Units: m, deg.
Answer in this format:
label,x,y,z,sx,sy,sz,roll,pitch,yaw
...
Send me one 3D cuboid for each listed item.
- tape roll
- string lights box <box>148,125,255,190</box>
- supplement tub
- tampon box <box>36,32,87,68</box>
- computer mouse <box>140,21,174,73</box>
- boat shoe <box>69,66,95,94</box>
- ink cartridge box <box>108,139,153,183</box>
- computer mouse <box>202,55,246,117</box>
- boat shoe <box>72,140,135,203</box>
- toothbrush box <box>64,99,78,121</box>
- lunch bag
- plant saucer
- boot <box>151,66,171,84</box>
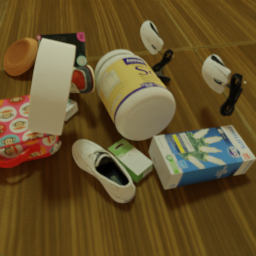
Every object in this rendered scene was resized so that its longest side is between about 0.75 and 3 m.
label,x,y,z,sx,sy,sz,roll,pitch,yaw
tape roll,-1.901,-0.974,6.977,0.806,2.306,2.306,9,44,-16
string lights box,1.910,0.732,7.421,2.427,0.716,1.247,-8,49,-17
supplement tub,0.099,-1.074,8.571,1.843,1.843,2.535,-17,49,-15
tampon box,-2.372,-2.726,10.332,1.662,1.245,1.049,-7,5,-7
computer mouse,0.758,-2.577,8.646,0.345,0.861,1.571,-19,77,-44
boat shoe,-1.834,-1.584,9.204,0.789,0.898,2.522,-9,16,-30
ink cartridge box,0.047,0.878,7.711,0.619,0.354,1.192,-34,57,-31
computer mouse,2.570,-1.397,8.091,0.474,1.185,2.162,-1,39,-12
boat shoe,-0.674,0.921,7.411,2.374,0.776,0.873,35,56,29
toothbrush box,-2.194,-0.685,9.232,0.860,0.367,0.629,23,51,21
lunch bag,-3.277,0.180,7.934,2.532,1.037,2.230,-12,48,-12
plant saucer,-4.167,-2.782,10.735,1.658,0.310,1.658,-11,64,23
boot,1.233,-2.080,10.602,0.929,0.322,0.809,13,48,15
